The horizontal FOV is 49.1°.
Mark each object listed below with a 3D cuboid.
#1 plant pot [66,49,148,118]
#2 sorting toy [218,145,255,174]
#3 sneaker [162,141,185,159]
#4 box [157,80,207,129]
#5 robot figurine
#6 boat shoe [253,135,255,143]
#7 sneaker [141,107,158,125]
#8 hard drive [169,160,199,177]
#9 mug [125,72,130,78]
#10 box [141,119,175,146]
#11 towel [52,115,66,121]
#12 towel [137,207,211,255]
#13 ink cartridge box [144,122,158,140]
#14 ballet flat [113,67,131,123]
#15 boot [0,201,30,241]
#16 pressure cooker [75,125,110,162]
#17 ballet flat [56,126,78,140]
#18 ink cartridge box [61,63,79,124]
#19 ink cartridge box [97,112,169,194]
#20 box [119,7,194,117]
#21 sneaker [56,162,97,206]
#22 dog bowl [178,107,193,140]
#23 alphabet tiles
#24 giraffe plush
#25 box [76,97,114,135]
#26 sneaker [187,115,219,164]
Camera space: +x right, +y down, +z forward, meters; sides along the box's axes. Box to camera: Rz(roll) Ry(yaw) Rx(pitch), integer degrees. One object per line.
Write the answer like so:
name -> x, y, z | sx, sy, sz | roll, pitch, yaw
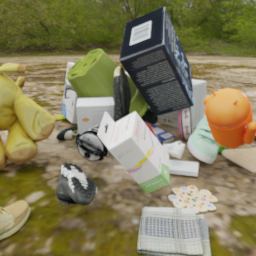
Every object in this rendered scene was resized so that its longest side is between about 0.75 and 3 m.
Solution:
plant pot -> -0.838, -1.376, 9.789 | 2.474, 2.350, 2.474 | -25, 35, 19
sorting toy -> 3.490, 0.820, 8.139 | 1.460, 0.291, 1.975 | -5, 19, -23
sneaker -> 1.300, 0.549, 7.820 | 0.387, 0.455, 1.028 | 35, -5, -17
box -> 2.021, -1.020, 11.183 | 1.175, 1.797, 1.788 | -19, 27, -40
robot figurine -> 2.495, -0.215, 6.855 | 1.067, 1.830, 1.316 | -14, 50, 20
boat shoe -> 4.417, 0.388, 9.262 | 0.404, 0.425, 1.181 | -23, 28, -15
sneaker -> 0.207, -0.706, 11.470 | 1.139, 1.043, 2.673 | -9, 22, -43
hard drive -> 1.313, 1.055, 7.524 | 1.108, 0.146, 0.731 | 5, 15, 15
mug -> -0.321, -1.859, 11.737 | 1.425, 1.200, 1.626 | 15, -26, -32
box -> 0.656, 0.154, 9.726 | 1.019, 0.273, 1.682 | -17, 36, -41
towel -> -2.870, -0.449, 12.179 | 1.231, 0.111, 0.530 | -10, 26, -29
towel -> 0.837, 1.868, 5.130 | 1.273, 0.220, 1.226 | 3, 19, 7
ink cartridge box -> 0.471, 0.292, 8.175 | 0.299, 1.265, 1.012 | -41, 37, -16
ballet flat -> -0.307, -0.581, 8.231 | 0.688, 2.423, 0.805 | 0, 0, 24
boot -> -2.416, 1.408, 4.981 | 0.552, 1.180, 1.518 | 10, 21, 27
pressure cooker -> -0.873, 0.432, 7.546 | 0.873, 0.887, 0.993 | -16, 10, 26
ballet flat -> -2.048, 0.182, 9.882 | 0.379, 0.376, 1.107 | 17, 26, 23
ink cartridge box -> -1.947, -1.432, 11.373 | 0.949, 2.253, 1.629 | 3, 15, -29
ink cartridge box -> 0.189, 0.421, 6.345 | 0.635, 1.886, 1.105 | -29, 26, 23
box -> 1.036, -2.060, 9.197 | 1.442, 2.694, 2.000 | -14, 47, 24
sneaker -> -1.002, 1.195, 5.199 | 0.517, 0.704, 1.556 | 17, 3, -26
dog bowl -> 1.976, -0.116, 9.589 | 0.437, 1.185, 1.185 | -5, 17, 14
alphabet tiles -> 1.427, 1.583, 6.196 | 1.009, 0.074, 0.987 | -6, 20, -16
giraffe plush -> -3.600, -0.477, 8.134 | 2.548, 2.953, 2.394 | -20, 10, -12
box -> -0.993, -0.113, 8.842 | 1.162, 1.526, 0.811 | -2, 23, -7
sneaker -> 2.504, -0.039, 8.341 | 0.883, 1.415, 2.398 | 26, 33, 3
